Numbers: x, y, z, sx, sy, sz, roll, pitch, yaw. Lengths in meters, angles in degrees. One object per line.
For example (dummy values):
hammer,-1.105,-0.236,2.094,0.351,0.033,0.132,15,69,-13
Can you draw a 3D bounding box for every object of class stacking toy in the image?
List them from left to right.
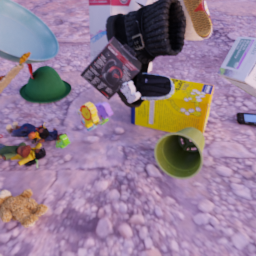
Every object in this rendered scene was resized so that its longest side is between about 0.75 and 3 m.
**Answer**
stacking toy,-0.634,-0.220,5.236,1.213,1.609,0.378,-33,90,-41

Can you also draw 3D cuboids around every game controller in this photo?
game controller,4.606,-0.298,10.270,1.219,0.257,0.636,6,36,9

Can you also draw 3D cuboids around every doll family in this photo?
doll family,-2.954,0.434,8.606,1.571,1.067,2.718,3,32,13

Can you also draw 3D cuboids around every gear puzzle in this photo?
gear puzzle,-2.788,-1.273,6.542,0.186,1.421,0.736,44,12,-11

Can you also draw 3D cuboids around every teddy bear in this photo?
teddy bear,-2.741,1.926,6.943,1.514,0.506,1.098,27,41,32

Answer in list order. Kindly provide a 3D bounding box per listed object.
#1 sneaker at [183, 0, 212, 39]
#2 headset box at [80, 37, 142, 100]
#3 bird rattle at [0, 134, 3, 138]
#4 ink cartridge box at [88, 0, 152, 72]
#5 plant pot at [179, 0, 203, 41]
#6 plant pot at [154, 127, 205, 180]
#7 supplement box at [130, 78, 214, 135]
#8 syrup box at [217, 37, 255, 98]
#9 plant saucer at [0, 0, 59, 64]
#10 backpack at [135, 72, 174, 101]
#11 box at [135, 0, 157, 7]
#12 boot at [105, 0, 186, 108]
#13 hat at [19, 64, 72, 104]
sneaker,2.060,-3.519,8.361,0.657,1.754,0.790,-12,1,19
headset box,-0.374,-1.471,6.870,0.973,1.309,0.491,40,32,-17
bird rattle,-4.771,0.664,8.650,1.958,1.103,1.596,-18,49,-45
ink cartridge box,-0.194,-3.353,9.711,1.249,2.917,2.153,23,30,39
plant pot,2.004,-3.730,9.585,1.349,1.235,1.349,4,26,-2
plant pot,1.678,0.595,8.289,1.413,1.413,1.341,18,26,23
supplement box,1.538,-0.816,9.960,2.624,1.437,1.428,13,38,16
syrup box,3.094,-1.008,5.966,2.232,0.879,0.909,22,11,-26
plant saucer,-3.240,-2.615,7.599,2.742,0.493,2.742,29,34,-22
backpack,0.719,-1.046,7.228,0.920,0.750,0.707,0,-10,29
box,0.709,-3.797,8.327,0.351,0.681,1.167,32,14,19
boot,0.531,-1.772,7.212,2.036,2.723,1.025,6,29,39
hat,-3.527,-2.484,11.525,2.211,2.349,2.669,-21,41,-27
